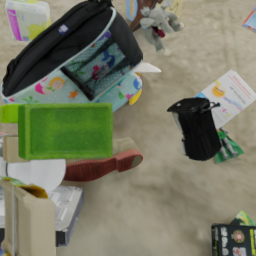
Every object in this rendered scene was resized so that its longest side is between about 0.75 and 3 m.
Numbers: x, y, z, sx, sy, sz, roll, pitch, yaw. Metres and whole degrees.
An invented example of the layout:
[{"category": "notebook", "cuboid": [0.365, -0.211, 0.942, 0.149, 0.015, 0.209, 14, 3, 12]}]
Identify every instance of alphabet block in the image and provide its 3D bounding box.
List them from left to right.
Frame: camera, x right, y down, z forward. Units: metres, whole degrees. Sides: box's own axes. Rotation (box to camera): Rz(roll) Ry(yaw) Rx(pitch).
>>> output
[{"category": "alphabet block", "cuboid": [1.066, -5.190, 11.397, 1.696, 1.657, 1.666, -39, 66, -21]}]

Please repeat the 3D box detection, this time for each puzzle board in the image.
[{"category": "puzzle board", "cuboid": [3.397, -2.425, 5.317, 1.470, 0.170, 1.950, 38, 91, 20]}]

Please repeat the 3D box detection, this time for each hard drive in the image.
[{"category": "hard drive", "cuboid": [-2.575, 1.977, 6.657, 2.755, 0.521, 1.925, 3, 16, 2]}]

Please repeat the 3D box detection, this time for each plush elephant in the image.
[{"category": "plush elephant", "cuboid": [0.723, -2.352, 6.300, 0.901, 0.847, 1.093, -44, 101, 7]}]

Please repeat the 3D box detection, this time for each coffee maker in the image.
[{"category": "coffee maker", "cuboid": [1.328, 0.049, 5.285, 0.738, 1.095, 1.052, -25, 19, -6]}]

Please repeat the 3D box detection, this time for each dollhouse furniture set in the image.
[{"category": "dollhouse furniture set", "cuboid": [-1.233, 0.909, 4.578, 1.308, 1.707, 2.606, -1, 92, -35]}]

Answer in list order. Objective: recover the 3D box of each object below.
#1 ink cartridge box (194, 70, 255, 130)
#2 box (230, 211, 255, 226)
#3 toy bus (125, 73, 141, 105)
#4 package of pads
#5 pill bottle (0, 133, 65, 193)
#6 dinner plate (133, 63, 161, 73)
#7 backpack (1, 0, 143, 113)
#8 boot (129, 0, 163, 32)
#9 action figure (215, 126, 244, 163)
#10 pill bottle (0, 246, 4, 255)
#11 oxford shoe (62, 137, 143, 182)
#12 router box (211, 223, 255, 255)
[{"category": "ink cartridge box", "cuboid": [2.429, -0.741, 6.942, 1.651, 0.560, 0.951, -37, 79, -9]}, {"category": "box", "cuboid": [2.825, 2.730, 7.005, 1.101, 0.200, 0.795, -37, 64, -22]}, {"category": "toy bus", "cuboid": [-0.286, -1.580, 9.205, 1.368, 1.313, 0.928, 21, 60, 15]}, {"category": "package of pads", "cuboid": [-2.985, -3.224, 8.574, 1.183, 1.532, 0.522, 5, 69, -10]}, {"category": "pill bottle", "cuboid": [-2.768, 0.865, 7.183, 2.234, 1.272, 1.272, 7, 53, 33]}, {"category": "dinner plate", "cuboid": [-0.148, -2.010, 9.157, 2.477, 0.300, 2.477, 2, 16, 0]}, {"category": "backpack", "cuboid": [-1.297, -1.245, 6.305, 2.903, 2.186, 2.578, -35, 36, -3]}, {"category": "boot", "cuboid": [0.044, -3.902, 8.097, 1.739, 0.559, 1.621, 41, 96, -2]}, {"category": "action figure", "cuboid": [2.776, 0.261, 8.548, 0.885, 0.410, 1.498, -16, 54, -7]}, {"category": "pill bottle", "cuboid": [-2.606, 2.951, 6.495, 0.803, 0.803, 1.341, -38, 65, -22]}, {"category": "oxford shoe", "cuboid": [-0.881, 0.858, 7.937, 2.462, 0.867, 0.921, -9, 49, -16]}, {"category": "router box", "cuboid": [2.677, 3.164, 6.287, 1.407, 0.583, 1.878, 3, 68, 1]}]
